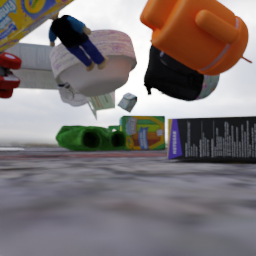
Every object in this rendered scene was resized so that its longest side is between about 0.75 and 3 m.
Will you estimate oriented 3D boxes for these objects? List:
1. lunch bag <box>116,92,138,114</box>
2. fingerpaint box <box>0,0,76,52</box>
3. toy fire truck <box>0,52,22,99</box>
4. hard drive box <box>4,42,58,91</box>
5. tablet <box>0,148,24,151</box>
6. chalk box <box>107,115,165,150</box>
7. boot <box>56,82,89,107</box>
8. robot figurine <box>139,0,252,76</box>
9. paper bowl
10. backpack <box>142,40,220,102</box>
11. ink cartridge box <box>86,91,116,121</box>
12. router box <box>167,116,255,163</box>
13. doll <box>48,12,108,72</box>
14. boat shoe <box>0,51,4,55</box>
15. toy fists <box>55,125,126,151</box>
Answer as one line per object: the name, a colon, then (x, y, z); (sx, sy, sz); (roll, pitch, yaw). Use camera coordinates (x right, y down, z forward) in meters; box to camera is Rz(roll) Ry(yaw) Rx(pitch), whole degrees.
lunch bag: (-0.002, -1.044, 11.141); (0.467, 0.766, 0.653); (31, 0, -41)
fingerpaint box: (-2.312, -2.671, 5.075); (2.322, 1.937, 0.852); (-18, 22, 35)
toy fire truck: (-4.267, -1.710, 7.939); (2.230, 1.250, 1.872); (36, 24, 24)
hard drive box: (-3.423, -2.255, 10.670); (2.660, 1.022, 2.073); (1, -13, -18)
tablet: (-4.710, 0.794, 10.176); (1.561, 0.107, 1.016); (3, -4, -41)
chalk box: (0.307, 0.245, 12.290); (2.403, 1.500, 1.489); (-1, -4, -7)
boot: (-1.347, -0.801, 6.561); (1.002, 0.479, 0.368); (14, 45, 42)
robot figurine: (1.715, -2.371, 6.938); (2.869, 1.673, 2.064); (26, -29, -16)
paper bowl: (-0.992, -1.824, 8.707); (2.624, 1.365, 2.624); (-14, -5, -1)
backpack: (1.775, -1.844, 9.334); (1.535, 2.024, 2.426); (-21, 39, -38)
ink cartridge box: (-1.151, -1.883, 12.371); (0.941, 2.790, 1.625); (-7, -35, 11)
router box: (1.434, 0.165, 3.653); (1.468, 0.488, 1.867); (-1, -4, 21)
doll: (-1.288, -2.037, 6.400); (1.300, 0.462, 1.905); (-1, -29, 31)
boat shoe: (-2.844, -2.787, 6.832); (0.833, 2.693, 1.008); (23, -20, 29)
toy fists: (-1.406, 0.379, 10.520); (1.481, 0.999, 2.905); (-3, -4, 33)
